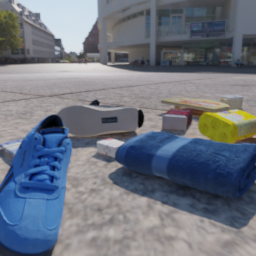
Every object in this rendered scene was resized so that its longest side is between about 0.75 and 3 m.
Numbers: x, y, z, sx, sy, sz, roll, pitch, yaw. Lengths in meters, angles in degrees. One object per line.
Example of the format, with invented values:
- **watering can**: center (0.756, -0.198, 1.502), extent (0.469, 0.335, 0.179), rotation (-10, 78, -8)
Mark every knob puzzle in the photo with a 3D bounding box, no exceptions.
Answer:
- **knob puzzle**: center (3.330, -1.014, 13.207), extent (3.193, 0.443, 3.193), rotation (4, 13, -1)

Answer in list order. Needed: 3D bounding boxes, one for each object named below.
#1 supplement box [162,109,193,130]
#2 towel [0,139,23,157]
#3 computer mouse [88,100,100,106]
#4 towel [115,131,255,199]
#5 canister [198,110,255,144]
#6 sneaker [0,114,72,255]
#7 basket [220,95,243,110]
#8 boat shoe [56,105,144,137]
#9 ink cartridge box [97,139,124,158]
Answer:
- **supplement box**: center (1.862, -0.347, 10.448), extent (0.878, 0.491, 1.614), rotation (5, 16, 21)
- **towel**: center (-2.574, 0.534, 7.476), extent (1.251, 0.203, 1.704), rotation (-13, 17, -40)
- **computer mouse**: center (-1.423, -0.651, 11.685), extent (0.688, 0.399, 2.346), rotation (-39, 19, 10)
- **towel**: center (1.193, 0.622, 5.974), extent (2.823, 0.685, 1.576), rotation (11, 21, 37)
- **canister**: center (3.170, -0.070, 8.618), extent (1.661, 0.719, 1.234), rotation (-9, 28, -36)
- **sneaker**: center (-1.392, 0.637, 4.383), extent (0.972, 1.156, 2.949), rotation (18, 19, -17)
- **basket**: center (5.142, -1.286, 13.973), extent (1.013, 0.625, 0.687), rotation (-6, 15, -27)
- **boat shoe**: center (-0.894, -0.235, 9.416), extent (2.820, 1.053, 1.307), rotation (2, 0, 1)
- **ink cartridge box**: center (-0.348, 0.536, 7.330), extent (0.870, 0.294, 0.507), rotation (13, 19, 39)
